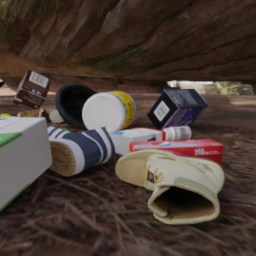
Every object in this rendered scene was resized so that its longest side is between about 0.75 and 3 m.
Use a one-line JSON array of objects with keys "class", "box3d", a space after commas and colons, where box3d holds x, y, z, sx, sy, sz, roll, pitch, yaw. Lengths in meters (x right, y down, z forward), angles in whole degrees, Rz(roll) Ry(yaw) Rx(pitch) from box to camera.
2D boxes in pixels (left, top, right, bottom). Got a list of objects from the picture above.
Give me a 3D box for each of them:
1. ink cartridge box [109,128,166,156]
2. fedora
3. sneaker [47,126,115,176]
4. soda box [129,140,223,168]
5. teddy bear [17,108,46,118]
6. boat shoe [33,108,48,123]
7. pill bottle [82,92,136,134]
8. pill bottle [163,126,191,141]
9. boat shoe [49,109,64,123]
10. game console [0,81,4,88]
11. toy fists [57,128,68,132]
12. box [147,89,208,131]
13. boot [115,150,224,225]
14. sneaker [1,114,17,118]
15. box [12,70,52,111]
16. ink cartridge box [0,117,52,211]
[{"class": "ink cartridge box", "box3d": [0.392, 0.370, 8.080, 1.692, 0.569, 0.983, -8, 12, -43]}, {"class": "fedora", "box3d": [-2.141, -0.754, 12.206, 2.429, 2.429, 1.109, -7, -22, -38]}, {"class": "sneaker", "box3d": [-1.484, 0.362, 6.885, 1.464, 0.946, 2.698, -14, 22, -41]}, {"class": "soda box", "box3d": [1.044, 0.643, 6.235, 1.988, 0.630, 0.696, -2, 9, -10]}, {"class": "teddy bear", "box3d": [-5.236, -0.695, 15.261, 1.606, 0.536, 1.164, -13, 7, -25]}, {"class": "boat shoe", "box3d": [-4.393, -0.512, 13.974, 0.591, 0.592, 1.641, -30, 25, -2]}, {"class": "pill bottle", "box3d": [-0.572, -0.640, 11.143, 1.597, 1.597, 2.831, 2, 9, 13]}, {"class": "pill bottle", "box3d": [1.619, 0.208, 9.383, 0.845, 0.481, 0.481, -4, 10, -17]}, {"class": "boat shoe", "box3d": [-2.572, -0.663, 13.595, 2.590, 0.866, 0.738, 0, 15, 21]}, {"class": "game console", "box3d": [-5.576, -0.837, 8.900, 2.388, 1.580, 2.715, 10, 13, -11]}, {"class": "toy fists", "box3d": [-2.160, 0.283, 9.064, 0.644, 0.434, 1.263, -7, 14, -33]}, {"class": "box", "box3d": [1.981, -0.718, 11.217, 1.961, 1.451, 1.023, -9, 55, -40]}, {"class": "boot", "box3d": [0.502, 0.892, 4.531, 1.971, 0.710, 1.524, 5, 11, 20]}, {"class": "sneaker", "box3d": [-5.283, -0.288, 12.683, 1.112, 0.465, 0.412, 22, 22, 19]}, {"class": "box", "box3d": [-5.331, -2.011, 15.550, 1.413, 1.399, 1.704, 24, -36, -26]}, {"class": "ink cartridge box", "box3d": [-2.939, 0.520, 4.909, 2.514, 1.060, 1.837, 2, 19, 12]}]
